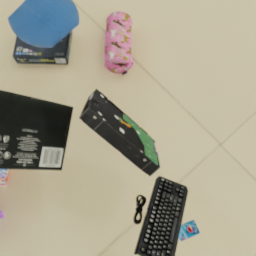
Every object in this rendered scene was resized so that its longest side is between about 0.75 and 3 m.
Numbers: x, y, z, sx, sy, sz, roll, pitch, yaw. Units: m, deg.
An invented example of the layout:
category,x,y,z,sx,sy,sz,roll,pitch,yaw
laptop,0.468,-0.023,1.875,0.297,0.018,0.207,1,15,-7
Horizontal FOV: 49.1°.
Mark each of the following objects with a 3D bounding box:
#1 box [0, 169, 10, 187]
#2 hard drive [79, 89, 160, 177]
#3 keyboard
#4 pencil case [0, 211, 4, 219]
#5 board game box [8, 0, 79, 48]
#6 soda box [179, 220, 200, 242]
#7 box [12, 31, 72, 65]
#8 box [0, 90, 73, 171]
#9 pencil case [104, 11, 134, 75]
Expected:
category,x,y,z,sx,sy,sz,roll,pitch,yaw
box,-5.366,1.081,9.110,2.690,1.273,1.380,4,68,1
hard drive,-0.169,0.083,7.204,2.288,1.598,0.433,40,108,-16
keyboard,0.564,1.686,5.410,0.982,0.210,1.636,17,51,7
pencil case,-5.395,2.661,8.527,2.925,1.228,1.250,17,45,5
board game box,-2.696,-3.600,9.092,2.197,1.736,0.428,-32,55,22
soda box,1.360,2.394,6.489,0.296,0.924,0.313,-19,65,-10
box,-3.407,-3.404,11.314,2.131,0.544,1.680,2,67,1
box,-3.018,-0.010,6.989,2.658,1.974,1.652,10,89,43
pencil case,-0.357,-3.388,11.053,1.094,1.047,2.529,15,62,-35
